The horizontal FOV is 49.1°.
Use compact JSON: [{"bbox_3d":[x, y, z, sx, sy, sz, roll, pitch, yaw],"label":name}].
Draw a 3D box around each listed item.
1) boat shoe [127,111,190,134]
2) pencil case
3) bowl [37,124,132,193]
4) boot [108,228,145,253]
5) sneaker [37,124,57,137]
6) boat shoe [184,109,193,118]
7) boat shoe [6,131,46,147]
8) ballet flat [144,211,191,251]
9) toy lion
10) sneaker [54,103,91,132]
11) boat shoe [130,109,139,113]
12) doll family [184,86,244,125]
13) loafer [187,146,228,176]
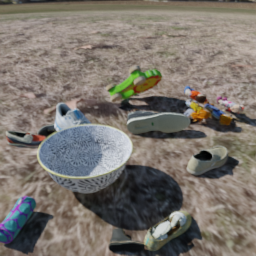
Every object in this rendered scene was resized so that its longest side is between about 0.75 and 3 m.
[{"bbox_3d":[1.268,-0.361,11.915,2.661,0.956,0.900,-2,33,1],"label":"boat shoe"},{"bbox_3d":[-2.988,2.396,7.446,0.543,0.590,1.276,-8,27,17],"label":"pencil case"},{"bbox_3d":[-1.289,1.155,8.872,2.882,1.352,2.882,-1,29,0],"label":"bowl"},{"bbox_3d":[-0.023,2.789,7.083,0.891,0.345,0.616,3,25,3],"label":"boot"},{"bbox_3d":[-3.202,0.149,11.611,1.031,0.385,0.547,-26,42,-35],"label":"sneaker"},{"bbox_3d":[2.613,-0.472,12.764,0.957,0.313,0.352,-34,51,-19],"label":"boat shoe"},{"bbox_3d":[-4.007,0.397,11.059,1.620,0.507,0.576,3,28,3],"label":"boat shoe"},{"bbox_3d":[1.100,2.543,7.257,1.676,0.593,0.593,-23,37,-34],"label":"ballet flat"},{"bbox_3d":[0.456,-2.183,14.275,2.476,0.850,2.373,-32,-16,27],"label":"toy lion"},{"bbox_3d":[-1.874,-0.012,10.739,2.979,1.291,1.117,31,47,28],"label":"sneaker"},{"bbox_3d":[0.430,-0.656,12.995,0.405,0.404,1.150,-20,33,-18],"label":"boat shoe"},{"bbox_3d":[3.788,-0.786,12.711,2.948,1.328,1.830,12,20,-16],"label":"doll family"},{"bbox_3d":[2.840,1.041,9.749,1.859,0.635,0.703,-23,42,-31],"label":"loafer"}]
